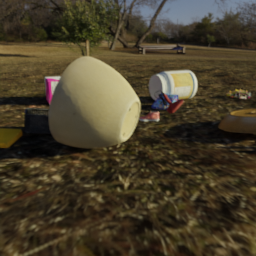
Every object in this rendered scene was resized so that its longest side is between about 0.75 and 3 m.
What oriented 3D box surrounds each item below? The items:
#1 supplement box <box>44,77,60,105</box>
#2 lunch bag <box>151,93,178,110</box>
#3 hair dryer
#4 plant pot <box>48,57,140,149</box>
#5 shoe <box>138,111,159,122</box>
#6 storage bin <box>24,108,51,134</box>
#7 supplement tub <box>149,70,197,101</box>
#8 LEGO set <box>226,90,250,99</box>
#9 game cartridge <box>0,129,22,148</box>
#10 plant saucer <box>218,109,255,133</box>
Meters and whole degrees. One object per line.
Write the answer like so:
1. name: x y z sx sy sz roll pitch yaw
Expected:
1. supplement box: -2.881 -1.954 14.143 2.417 1.249 1.223 -6 20 -21
2. lunch bag: 1.676 -1.083 12.816 0.877 0.548 1.166 10 36 32
3. hair dryer: 1.706 -1.070 11.775 1.264 0.963 0.343 2 18 17
4. plant pot: -0.685 -0.494 7.851 1.751 2.608 2.608 20 24 18
5. shoe: 0.802 -0.461 10.922 0.797 0.362 0.285 0 18 1
6. storage bin: -2.766 -0.229 9.450 1.378 0.646 0.932 2 15 -19
7. supplement tub: 2.261 -2.120 14.235 2.080 1.505 1.505 -9 20 -26
8. LEGO set: 5.895 -1.732 15.049 1.261 0.469 0.580 3 -17 24
9. game cartridge: -4.246 0.315 8.776 1.498 0.243 1.320 3 18 0
10. plant saucer: 4.460 -0.314 9.567 2.672 0.473 2.672 -6 10 1
